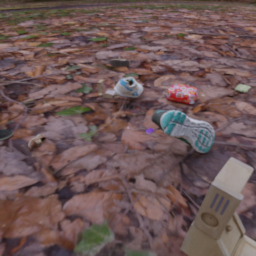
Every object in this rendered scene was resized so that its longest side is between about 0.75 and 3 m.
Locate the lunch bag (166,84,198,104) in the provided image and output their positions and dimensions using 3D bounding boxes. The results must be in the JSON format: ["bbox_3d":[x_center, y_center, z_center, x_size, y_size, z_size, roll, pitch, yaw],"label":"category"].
[{"bbox_3d":[2.581,-1.599,13.465,1.407,0.576,1.239,14,34,22],"label":"lunch bag"}]

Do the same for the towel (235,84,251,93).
[{"bbox_3d":[5.982,-2.060,14.628,0.645,0.159,0.870,20,37,31],"label":"towel"}]

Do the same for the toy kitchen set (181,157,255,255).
[{"bbox_3d":[2.257,2.443,5.021,2.523,2.276,2.058,29,41,25],"label":"toy kitchen set"}]

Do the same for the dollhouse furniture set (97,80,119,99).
[{"bbox_3d":[-0.839,-1.895,13.904,1.433,0.634,0.743,10,33,15],"label":"dollhouse furniture set"}]

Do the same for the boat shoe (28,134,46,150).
[{"bbox_3d":[-3.324,0.519,10.256,0.317,0.334,0.883,11,35,14],"label":"boat shoe"}]

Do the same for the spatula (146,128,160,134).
[{"bbox_3d":[1.120,0.041,11.254,0.876,0.090,0.247,-16,35,-25],"label":"spatula"}]

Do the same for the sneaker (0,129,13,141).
[{"bbox_3d":[-5.055,0.117,10.562,1.276,0.678,0.477,-12,33,-18],"label":"sneaker"}]

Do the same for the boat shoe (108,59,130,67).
[{"bbox_3d":[-0.582,-4.142,17.765,1.379,0.522,0.495,1,27,-16],"label":"boat shoe"}]

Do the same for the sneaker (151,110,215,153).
[{"bbox_3d":[1.868,0.011,9.492,2.655,1.030,1.211,29,-1,-33],"label":"sneaker"}]

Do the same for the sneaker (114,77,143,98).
[{"bbox_3d":[0.187,-1.905,13.048,0.729,0.770,1.906,51,31,17],"label":"sneaker"}]
